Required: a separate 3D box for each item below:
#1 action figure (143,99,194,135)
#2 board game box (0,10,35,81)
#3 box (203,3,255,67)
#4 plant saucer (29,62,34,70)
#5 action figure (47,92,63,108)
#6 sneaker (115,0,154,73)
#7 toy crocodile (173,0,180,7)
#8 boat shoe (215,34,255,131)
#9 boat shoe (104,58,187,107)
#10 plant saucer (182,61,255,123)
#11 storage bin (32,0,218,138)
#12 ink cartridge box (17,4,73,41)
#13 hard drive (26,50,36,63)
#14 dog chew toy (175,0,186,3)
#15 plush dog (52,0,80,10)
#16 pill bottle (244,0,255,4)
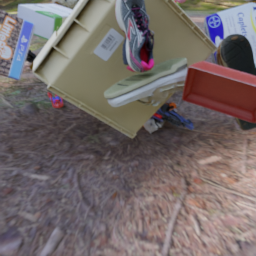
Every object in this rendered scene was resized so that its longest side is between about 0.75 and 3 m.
[{"bbox_3d":[1.219,-0.427,9.631,2.123,1.111,2.054,33,43,8],"label":"action figure"},{"bbox_3d":[-4.010,-2.262,6.654,2.832,1.371,2.258,15,3,-33],"label":"board game box"},{"bbox_3d":[3.112,-2.233,7.306,1.887,1.736,0.990,-13,0,14],"label":"box"},{"bbox_3d":[-1.111,-2.556,8.042,2.903,0.703,2.904,-44,16,-34],"label":"plant saucer"},{"bbox_3d":[-2.917,-1.271,11.172,0.476,0.722,1.459,-12,33,-21],"label":"action figure"},{"bbox_3d":[0.195,-1.677,4.764,0.584,1.450,0.541,-21,24,-26],"label":"sneaker"},{"bbox_3d":[1.668,-4.022,10.266,0.723,2.143,0.662,-14,-2,-16],"label":"toy crocodile"},{"bbox_3d":[2.580,-1.048,6.494,0.825,2.180,0.805,-16,10,-2],"label":"boat shoe"},{"bbox_3d":[0.472,-0.764,5.494,2.001,0.684,0.748,-27,25,-27],"label":"boat shoe"},{"bbox_3d":[1.837,-0.660,5.171,1.583,0.291,1.580,20,-11,12],"label":"plant saucer"},{"bbox_3d":[-0.115,-1.718,6.407,2.959,2.981,1.397,31,22,-32],"label":"storage bin"},{"bbox_3d":[-2.326,-3.294,8.640,1.252,0.723,1.714,23,30,13],"label":"ink cartridge box"},{"bbox_3d":[-3.651,-2.651,8.807,1.582,0.335,1.067,35,4,-31],"label":"hard drive"},{"bbox_3d":[2.004,-4.776,10.049,0.468,0.468,0.751,24,49,37],"label":"dog chew toy"},{"bbox_3d":[-2.074,-4.394,10.057,1.341,1.671,1.435,-20,-29,39],"label":"plush dog"},{"bbox_3d":[2.590,-2.515,5.078,1.036,0.576,0.576,1,26,-24],"label":"pill bottle"}]
